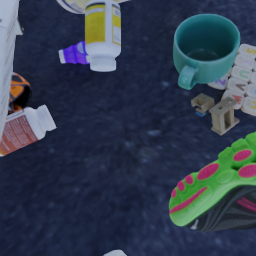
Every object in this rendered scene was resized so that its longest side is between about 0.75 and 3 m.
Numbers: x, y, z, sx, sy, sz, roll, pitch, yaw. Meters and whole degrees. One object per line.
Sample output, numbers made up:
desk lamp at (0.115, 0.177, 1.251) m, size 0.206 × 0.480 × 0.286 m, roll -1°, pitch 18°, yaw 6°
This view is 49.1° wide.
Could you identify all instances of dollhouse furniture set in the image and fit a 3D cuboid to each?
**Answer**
dollhouse furniture set at (2.460, -0.484, 7.893) m, size 0.738 × 0.742 × 1.053 m, roll -34°, pitch 41°, yaw -14°

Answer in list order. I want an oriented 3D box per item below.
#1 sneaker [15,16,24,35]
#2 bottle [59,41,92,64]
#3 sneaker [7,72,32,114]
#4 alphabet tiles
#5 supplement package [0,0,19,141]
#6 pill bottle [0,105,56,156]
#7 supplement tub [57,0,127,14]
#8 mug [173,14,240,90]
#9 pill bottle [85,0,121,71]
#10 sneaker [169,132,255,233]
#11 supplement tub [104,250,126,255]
sneaker at (-4.712, -3.960, 9.122) m, size 1.649 × 1.081 × 2.866 m, roll -26°, pitch 71°, yaw -13°
bottle at (-1.278, -2.346, 8.696) m, size 1.660 × 0.542 × 0.693 m, roll -10°, pitch 66°, yaw -5°
sneaker at (-3.614, -0.629, 7.641) m, size 1.225 × 0.848 × 2.187 m, roll 35°, pitch 70°, yaw 31°
alphabet tiles at (3.715, -1.535, 8.537) m, size 2.336 × 0.174 × 2.388 m, roll 22°, pitch 67°, yaw 9°
supplement package at (-2.900, -1.021, 4.934) m, size 1.537 × 2.702 × 1.480 m, roll 10°, pitch 40°, yaw -21°
pill bottle at (-2.819, 0.027, 7.435) m, size 1.620 × 0.909 × 0.909 m, roll -25°, pitch 68°, yaw -10°
supplement tub at (-0.600, -3.852, 6.668) m, size 2.431 × 1.762 × 1.762 m, roll 4°, pitch 61°, yaw 39°
mug at (2.041, -2.092, 8.124) m, size 2.128 × 1.316 × 1.748 m, roll -27°, pitch 65°, yaw -5°
pill bottle at (-0.422, -1.526, 4.715) m, size 0.596 × 0.596 × 1.063 m, roll 0°, pitch 89°, yaw 0°
sneaker at (1.720, 0.853, 4.080) m, size 1.027 × 2.450 × 0.940 m, roll 36°, pitch 39°, yaw -23°
supplement tub at (-0.034, 2.225, 3.545) m, size 0.794 × 0.794 × 1.100 m, roll -35°, pitch 51°, yaw -14°
